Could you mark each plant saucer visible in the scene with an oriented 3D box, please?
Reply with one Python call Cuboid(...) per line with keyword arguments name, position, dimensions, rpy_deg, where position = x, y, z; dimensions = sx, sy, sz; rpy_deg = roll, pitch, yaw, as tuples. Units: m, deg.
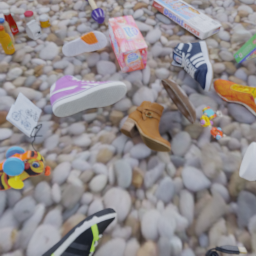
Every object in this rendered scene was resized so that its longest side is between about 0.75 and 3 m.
Cuboid(name="plant saucer", position=(1.497, -0.808, 8.052), dimensions=(0.254, 1.583, 1.583), rpy_deg=(-36, 59, 4))

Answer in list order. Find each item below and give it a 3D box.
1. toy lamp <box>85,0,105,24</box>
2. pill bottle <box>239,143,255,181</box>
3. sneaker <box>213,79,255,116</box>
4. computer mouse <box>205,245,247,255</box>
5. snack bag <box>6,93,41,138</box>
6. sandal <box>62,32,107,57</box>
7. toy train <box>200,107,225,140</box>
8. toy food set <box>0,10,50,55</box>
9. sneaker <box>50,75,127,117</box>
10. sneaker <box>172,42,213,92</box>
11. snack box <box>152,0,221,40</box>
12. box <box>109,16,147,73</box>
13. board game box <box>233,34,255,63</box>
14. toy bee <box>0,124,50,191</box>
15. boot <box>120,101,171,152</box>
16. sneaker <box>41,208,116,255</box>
Cuboid(name="toy lamp", position=(-1.413, -5.005, 11.661), dimensions=(0.567, 0.567, 1.947), rpy_deg=(-16, 54, -11))
Cuboid(name="pill bottle", position=(4.012, 1.171, 6.813), dimensions=(2.254, 1.271, 1.271), rpy_deg=(21, 57, 13))
Cuboid(name="sneaker", position=(3.660, -1.065, 8.703), dimensions=(2.086, 0.805, 0.761), rpy_deg=(30, 61, 21))
Cuboid(name="computer mouse", position=(2.588, 3.315, 5.822), dimensions=(2.165, 0.498, 1.520), rpy_deg=(2, 55, 12))
Cuboid(name="snack bag", position=(-3.005, -0.390, 8.163), dimensions=(0.111, 0.979, 1.039), rpy_deg=(-12, 51, 25))
Cuboid(name="sandal", position=(-1.592, -3.080, 10.260), dimensions=(1.672, 0.641, 0.479), rpy_deg=(-14, 18, 6))
Cuboid(name="toy train", position=(2.478, -0.126, 8.362), dimensions=(0.832, 0.308, 1.108), rpy_deg=(27, 46, -10))
Cuboid(name="toy food set", position=(-4.066, -3.918, 10.557), dimensions=(1.112, 1.048, 2.329), rpy_deg=(32, 60, 20))
Cuboid(name="sneaker", position=(-1.311, -1.298, 8.840), dimensions=(2.369, 0.858, 1.351), rpy_deg=(-14, 54, -10))
Cuboid(name="sneaker", position=(2.114, -2.087, 9.433), dimensions=(1.209, 0.781, 2.229), rpy_deg=(2, 53, 1))
Cuboid(name="snack box", position=(2.319, -4.606, 11.422), dimensions=(1.052, 0.356, 2.926), rpy_deg=(-30, 60, -26))
Cuboid(name="box", position=(-0.037, -3.006, 9.961), dimensions=(0.902, 0.978, 1.906), rpy_deg=(-14, 55, -9))
Cuboid(name="board game box", position=(4.872, -3.135, 9.057), dimensions=(1.791, 2.661, 0.387), rpy_deg=(-23, 80, -15))
Cuboid(name="toy bee", position=(-2.593, 1.017, 7.063), dimensions=(2.054, 1.117, 1.345), rpy_deg=(-29, 31, 26))
Cuboid(name="boot", position=(0.742, -0.083, 8.121), dimensions=(1.643, 0.630, 1.275), rpy_deg=(23, 62, 31))
Cuboid(name="sneaker", position=(-1.082, 2.778, 5.983), dimensions=(2.468, 0.885, 1.022), rpy_deg=(-39, 75, -9))
